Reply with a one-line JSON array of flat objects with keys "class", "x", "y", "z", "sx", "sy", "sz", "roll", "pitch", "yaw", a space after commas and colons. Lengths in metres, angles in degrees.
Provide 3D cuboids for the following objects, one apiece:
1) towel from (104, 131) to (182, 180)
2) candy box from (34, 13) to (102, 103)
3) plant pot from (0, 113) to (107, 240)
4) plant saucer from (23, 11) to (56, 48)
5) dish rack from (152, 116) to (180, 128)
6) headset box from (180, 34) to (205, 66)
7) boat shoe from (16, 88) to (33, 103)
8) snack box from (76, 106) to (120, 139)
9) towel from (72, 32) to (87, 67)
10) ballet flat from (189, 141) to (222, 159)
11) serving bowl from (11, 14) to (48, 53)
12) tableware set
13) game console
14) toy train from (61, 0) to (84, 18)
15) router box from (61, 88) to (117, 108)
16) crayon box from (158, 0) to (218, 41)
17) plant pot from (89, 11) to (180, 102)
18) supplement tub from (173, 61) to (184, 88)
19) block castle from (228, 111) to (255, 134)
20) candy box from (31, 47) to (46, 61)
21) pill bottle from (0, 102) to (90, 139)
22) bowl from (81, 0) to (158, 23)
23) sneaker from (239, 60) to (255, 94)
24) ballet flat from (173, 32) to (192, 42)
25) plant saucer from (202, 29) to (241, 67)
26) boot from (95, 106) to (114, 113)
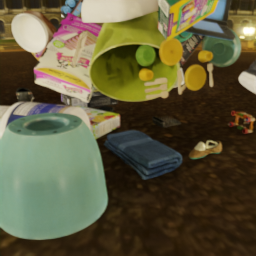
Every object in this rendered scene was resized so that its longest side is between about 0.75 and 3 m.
[{"class": "towel", "x": 0.351, "y": 0.650, "z": 7.716, "sx": 1.242, "sy": 0.540, "sz": 2.225, "roll": -11, "pitch": 21, "yaw": -29}, {"class": "candy box", "x": -1.800, "y": -2.536, "z": 9.900, "sx": 1.966, "sy": 0.879, "sz": 2.883, "roll": 20, "pitch": 61, "yaw": -5}, {"class": "plant pot", "x": -1.566, "y": 0.734, "z": 5.606, "sx": 2.247, "sy": 1.804, "sz": 2.247, "roll": 0, "pitch": 20, "yaw": 0}, {"class": "plant saucer", "x": -3.184, "y": -3.789, "z": 11.912, "sx": 0.544, "sy": 2.975, "sz": 2.975, "roll": -36, "pitch": 21, "yaw": 5}, {"class": "dish rack", "x": 1.479, "y": -0.258, "z": 10.651, "sx": 0.970, "sy": 0.265, "sz": 0.744, "roll": -9, "pitch": 22, "yaw": -24}, {"class": "headset box", "x": 1.977, "y": -3.884, "z": 11.777, "sx": 2.580, "sy": 1.918, "sz": 0.968, "roll": -52, "pitch": 16, "yaw": -15}, {"class": "boat shoe", "x": -5.209, "y": -1.701, "z": 14.090, "sx": 0.803, "sy": 0.688, "sz": 2.195, "roll": -8, "pitch": 20, "yaw": -18}, {"class": "snack box", "x": -1.563, "y": -0.249, "z": 10.170, "sx": 2.083, "sy": 0.552, "sz": 1.481, "roll": 13, "pitch": 23, "yaw": 32}, {"class": "towel", "x": -1.105, "y": -1.809, "z": 6.406, "sx": 0.130, "sy": 0.756, "sz": 0.501, "roll": 20, "pitch": 28, "yaw": -9}, {"class": "ballet flat", "x": 2.238, "y": 0.584, "z": 8.068, "sx": 1.145, "sy": 0.414, "sz": 0.388, "roll": -9, "pitch": 22, "yaw": -22}, {"class": "serving bowl", "x": -2.261, "y": -2.251, "z": 6.588, "sx": 0.898, "sy": 0.898, "sz": 0.295, "roll": 6, "pitch": 37, "yaw": 17}, {"class": "tableware set", "x": 1.300, "y": -1.667, "z": 7.591, "sx": 2.250, "sy": 1.516, "sz": 0.345, "roll": -13, "pitch": 18, "yaw": -18}, {"class": "game console", "x": 2.146, "y": -3.152, "z": 7.555, "sx": 1.575, "sy": 0.932, "sz": 1.344, "roll": 6, "pitch": 40, "yaw": -10}, {"class": "toy train", "x": -2.028, "y": -4.573, "z": 10.604, "sx": 0.672, "sy": 1.177, "sz": 0.510, "roll": 34, "pitch": 2, "yaw": -35}, {"class": "router box", "x": -1.897, "y": -1.463, "z": 13.494, "sx": 2.258, "sy": 0.590, "sz": 1.775, "roll": -10, "pitch": 22, "yaw": -26}, {"class": "crayon box", "x": 1.361, "y": -2.774, "z": 6.181, "sx": 1.397, "sy": 0.472, "sz": 1.619, "roll": -32, "pitch": -8, "yaw": 1}, {"class": "plant pot", "x": 0.188, "y": -2.809, "z": 9.097, "sx": 2.730, "sy": 2.730, "sz": 2.917, "roll": 0, "pitch": 61, "yaw": 0}, {"class": "supplement tub", "x": 1.388, "y": -2.418, "z": 10.454, "sx": 1.131, "sy": 1.845, "sz": 1.131, "roll": -13, "pitch": 12, "yaw": 3}, {"class": "block castle", "x": 4.016, "y": -0.211, "z": 10.007, "sx": 0.434, "sy": 0.618, "sz": 0.924, "roll": 0, "pitch": 19, "yaw": -19}, {"class": "candy box", "x": -3.908, "y": -3.487, "z": 12.397, "sx": 0.739, "sy": 1.267, "sz": 0.358, "roll": -34, "pitch": 24, "yaw": 10}, {"class": "pill bottle", "x": -2.541, "y": 0.086, "z": 7.787, "sx": 2.622, "sy": 1.570, "sz": 1.570, "roll": 6, "pitch": 21, "yaw": 21}, {"class": "bowl", "x": -0.130, "y": -3.204, "z": 7.055, "sx": 1.883, "sy": 0.704, "sz": 1.886, "roll": -31, "pitch": 35, "yaw": -30}, {"class": "sneaker", "x": 3.624, "y": -1.146, "z": 6.548, "sx": 2.175, "sy": 1.238, "sz": 0.821, "roll": 19, "pitch": 21, "yaw": -35}, {"class": "ballet flat", "x": 2.249, "y": -3.871, "z": 9.879, "sx": 2.266, "sy": 0.763, "sz": 0.797, "roll": -50, "pitch": 14, "yaw": -15}, {"class": "plant saucer", "x": 3.573, "y": -3.108, "z": 10.917, "sx": 1.557, "sy": 1.557, "sz": 0.213, "roll": 15, "pitch": 36, "yaw": 36}, {"class": "boot", "x": -1.247, "y": -0.669, "z": 11.509, "sx": 1.225, "sy": 0.453, "sz": 1.004, "roll": 14, "pitch": 25, "yaw": 16}]
